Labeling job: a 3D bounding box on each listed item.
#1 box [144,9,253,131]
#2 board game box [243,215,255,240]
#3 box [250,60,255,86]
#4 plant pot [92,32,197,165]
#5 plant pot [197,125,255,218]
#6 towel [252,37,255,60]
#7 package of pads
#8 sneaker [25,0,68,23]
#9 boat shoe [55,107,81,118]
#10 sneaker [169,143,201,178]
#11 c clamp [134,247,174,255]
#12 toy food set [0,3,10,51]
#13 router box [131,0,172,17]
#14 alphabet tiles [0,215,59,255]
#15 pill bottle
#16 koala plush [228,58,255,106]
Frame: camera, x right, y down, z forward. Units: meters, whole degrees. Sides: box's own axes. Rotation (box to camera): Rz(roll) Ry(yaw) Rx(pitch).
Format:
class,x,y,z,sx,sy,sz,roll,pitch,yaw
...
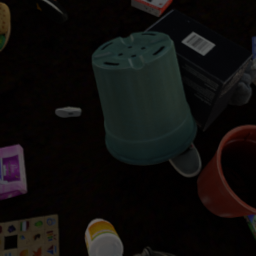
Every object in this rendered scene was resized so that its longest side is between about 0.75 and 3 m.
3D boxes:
class,x,y,z,sx,sy,sz,roll,pitch,yaw
box,1.714,-1.552,7.876,2.506,2.282,1.305,39,67,20
board game box,3.881,2.396,6.805,1.741,0.254,1.172,-16,62,-9
box,3.974,-1.982,9.248,0.318,0.341,1.645,-25,63,-13
plant pot,0.326,-0.842,6.913,2.507,2.455,2.507,-10,37,8
plant pot,2.570,1.208,6.457,1.916,1.864,1.916,4,63,-8
towel,5.146,-2.560,9.246,1.943,0.231,1.427,-1,67,23
package of pads,-3.149,1.142,7.354,0.819,0.514,1.359,-12,62,-9
sneaker,-2.964,-4.861,10.602,2.307,0.807,1.038,34,69,20
boat shoe,-1.803,-0.502,8.478,0.770,0.273,0.269,-2,33,3
sneaker,1.248,0.115,7.312,0.920,1.328,2.200,-24,55,5
c clamp,-0.110,2.894,5.861,2.312,1.975,0.313,-4,81,-21
toy food set,-4.700,-3.292,9.376,1.975,0.480,1.955,28,103,23
router box,0.937,-4.999,10.971,1.253,0.306,1.124,28,64,15
alphabet tiles,-2.418,3.116,6.503,1.622,0.073,1.940,-8,61,-5
pill bottle,-0.571,2.426,6.078,0.686,1.235,0.686,0,91,-14
koala plush,3.426,-1.528,8.549,1.443,1.280,1.326,-40,82,-20
